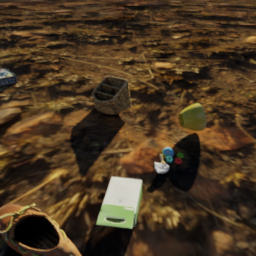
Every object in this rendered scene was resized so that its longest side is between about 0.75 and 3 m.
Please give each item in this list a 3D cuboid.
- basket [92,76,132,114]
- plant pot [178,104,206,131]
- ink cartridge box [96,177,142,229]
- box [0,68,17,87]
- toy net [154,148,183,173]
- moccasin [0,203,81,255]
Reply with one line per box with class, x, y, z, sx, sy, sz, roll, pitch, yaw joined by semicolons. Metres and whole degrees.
basket;-0.660;-1.141;9.644;0.980;1.023;1.373;-24;30;-30
plant pot;1.877;-0.273;8.455;0.603;0.850;0.850;-10;32;-9
ink cartridge box;-0.147;1.630;5.799;0.703;0.401;1.354;5;31;8
box;-5.770;-2.093;12.039;1.560;0.359;1.240;-23;38;-33
toy net;1.013;0.905;7.231;0.575;0.212;1.096;33;42;10
moccasin;-1.738;1.796;4.885;0.829;0.875;2.266;-33;30;-30
